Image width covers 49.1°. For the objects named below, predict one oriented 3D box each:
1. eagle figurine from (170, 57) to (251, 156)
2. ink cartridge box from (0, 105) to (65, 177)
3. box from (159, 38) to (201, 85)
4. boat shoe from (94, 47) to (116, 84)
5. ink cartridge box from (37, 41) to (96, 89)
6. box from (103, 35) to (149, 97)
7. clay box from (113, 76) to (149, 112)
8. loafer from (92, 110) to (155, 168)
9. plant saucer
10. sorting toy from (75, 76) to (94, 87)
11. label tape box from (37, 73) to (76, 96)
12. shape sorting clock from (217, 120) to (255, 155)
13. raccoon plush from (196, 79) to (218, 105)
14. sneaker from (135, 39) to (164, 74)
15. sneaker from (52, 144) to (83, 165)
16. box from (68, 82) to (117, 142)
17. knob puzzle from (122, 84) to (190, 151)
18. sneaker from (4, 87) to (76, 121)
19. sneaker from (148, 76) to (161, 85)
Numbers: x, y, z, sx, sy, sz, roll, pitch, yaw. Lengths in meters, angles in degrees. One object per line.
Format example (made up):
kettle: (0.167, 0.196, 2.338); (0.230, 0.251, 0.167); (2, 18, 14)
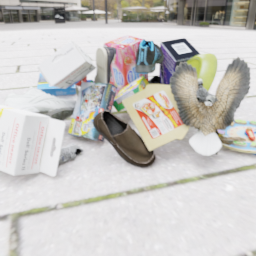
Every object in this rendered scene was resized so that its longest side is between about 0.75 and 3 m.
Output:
eagle figurine: (2.493, -0.666, 8.683); (2.038, 2.686, 2.027); (-20, 30, -19)
ink cartridge box: (-3.410, 0.316, 8.226); (2.996, 1.755, 1.009); (12, 3, 27)
box: (2.307, -2.549, 12.829); (1.268, 2.430, 1.798); (-13, 44, -10)
boat shoe: (-0.812, -2.019, 10.758); (0.718, 2.288, 0.831); (-23, 48, -31)
ink cartridge box: (-2.053, -2.093, 9.750); (1.439, 0.831, 1.971); (-35, 3, 7)
box: (-0.019, -2.714, 13.406); (1.465, 2.938, 1.403); (-28, 39, -27)
clay box: (0.146, -1.484, 11.623); (1.245, 0.516, 2.168); (-29, 16, 21)
loafer: (-0.136, 0.326, 8.550); (2.358, 0.841, 0.861); (38, 68, 4)
plant saucer: (2.150, -1.556, 10.477); (0.459, 2.952, 2.952); (28, 21, -15)
sorting toy: (-2.268, -2.014, 13.590); (0.739, 1.799, 1.081); (-1, 27, 36)
label tape box: (-3.836, -2.256, 15.149); (1.923, 0.887, 2.684); (-6, 30, -11)
shape sorting clock: (4.381, 0.222, 10.229); (2.750, 0.540, 2.750); (0, 25, 0)
raccoon plush: (2.286, -1.059, 8.095); (0.567, 0.846, 0.410); (-6, -3, 33)
sneaker: (0.929, -3.093, 11.362); (0.977, 1.093, 2.669); (4, 31, 11)
sneaker: (-1.935, 0.843, 8.993); (0.514, 0.468, 1.253); (13, 28, 25)
box: (-1.302, -0.613, 10.200); (1.412, 2.068, 0.390); (9, -9, 30)
knob puzzle: (1.147, -0.486, 8.970); (2.336, 0.324, 2.336); (1, 69, -2)
sneaker: (-3.131, -0.957, 10.373); (2.852, 1.111, 1.417); (-6, 63, -41)
sneaker: (1.044, -1.402, 12.334); (0.927, 1.107, 2.440); (18, 46, -18)
